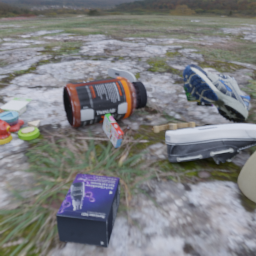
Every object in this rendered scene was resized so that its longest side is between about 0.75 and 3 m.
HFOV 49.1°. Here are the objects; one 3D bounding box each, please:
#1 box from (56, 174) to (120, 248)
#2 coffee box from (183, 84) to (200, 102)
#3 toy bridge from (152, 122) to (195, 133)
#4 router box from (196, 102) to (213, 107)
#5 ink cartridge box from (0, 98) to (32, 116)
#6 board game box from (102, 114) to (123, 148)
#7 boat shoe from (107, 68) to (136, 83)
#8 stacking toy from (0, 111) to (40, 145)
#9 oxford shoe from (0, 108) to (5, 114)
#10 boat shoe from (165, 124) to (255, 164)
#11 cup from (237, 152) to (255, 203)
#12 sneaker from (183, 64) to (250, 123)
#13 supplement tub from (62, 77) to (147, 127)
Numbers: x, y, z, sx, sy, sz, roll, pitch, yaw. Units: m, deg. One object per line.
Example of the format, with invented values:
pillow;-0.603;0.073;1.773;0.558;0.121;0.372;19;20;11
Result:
box;-0.744;1.626;5.706;0.987;0.696;1.334;4;27;6
coffee box;2.400;-1.303;10.490;0.512;0.832;0.183;2;53;26
toy bridge;1.250;-0.030;7.907;1.210;0.165;0.407;-7;5;-12
router box;3.201;-1.168;11.665;0.661;0.226;0.887;6;28;12
ink cartridge box;-4.363;-0.833;10.956;0.838;0.276;1.151;6;28;11
board game box;-0.468;0.088;8.369;0.168;0.638;0.834;-19;58;-28
boat shoe;-0.247;-2.638;14.040;1.822;0.625;0.516;29;29;33
stacking toy;-3.668;-0.151;9.203;1.434;0.669;1.584;-5;28;-9
oxford shoe;-4.673;-0.521;10.215;1.095;0.399;0.390;10;29;19
boat shoe;2.507;0.475;7.609;2.929;0.993;1.051;-6;8;0
cup;3.473;0.973;6.521;1.569;1.122;1.569;0;27;0
sneaker;3.035;-1.342;9.537;1.146;2.689;1.036;-56;11;-21
supplement tub;-0.770;-0.974;9.892;2.834;1.516;1.516;-12;29;-21
